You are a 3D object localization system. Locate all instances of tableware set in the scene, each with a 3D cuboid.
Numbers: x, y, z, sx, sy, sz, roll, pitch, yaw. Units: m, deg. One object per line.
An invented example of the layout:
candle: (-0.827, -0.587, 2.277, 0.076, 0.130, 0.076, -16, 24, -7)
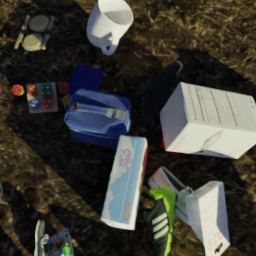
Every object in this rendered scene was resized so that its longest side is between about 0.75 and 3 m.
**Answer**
tableware set: (-4.054, -4.151, 12.461, 1.355, 0.411, 2.050, 5, 63, 6)

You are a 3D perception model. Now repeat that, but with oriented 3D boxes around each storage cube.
storage cube: (1.688, 0.487, 10.148, 0.733, 0.771, 0.857, 31, 68, 13)

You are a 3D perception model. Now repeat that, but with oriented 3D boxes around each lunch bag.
lunch bag: (-1.117, -0.399, 10.087, 2.410, 1.594, 1.637, 11, 66, 4)

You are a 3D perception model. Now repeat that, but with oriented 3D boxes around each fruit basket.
fruit basket: (-2.167, 3.740, 8.802, 0.830, 0.420, 0.896, -30, 57, 5)

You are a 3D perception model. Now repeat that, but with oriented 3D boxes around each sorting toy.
sorting toy: (-3.274, -1.150, 10.765, 2.315, 0.392, 1.116, -4, 98, 2)

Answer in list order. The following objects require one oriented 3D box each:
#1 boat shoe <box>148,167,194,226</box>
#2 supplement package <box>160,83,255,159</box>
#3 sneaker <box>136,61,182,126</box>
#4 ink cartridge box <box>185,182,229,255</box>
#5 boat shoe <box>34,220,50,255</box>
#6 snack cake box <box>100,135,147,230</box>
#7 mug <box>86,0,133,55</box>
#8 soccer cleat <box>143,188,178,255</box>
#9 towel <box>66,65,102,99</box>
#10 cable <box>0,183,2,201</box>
boat shoe: (1.755, 2.276, 9.119, 2.463, 0.906, 0.822, 38, 112, 16)
supplement package: (2.703, -0.165, 9.264, 2.811, 1.644, 1.649, 7, 54, -16)
sneaker: (1.388, -1.413, 11.034, 2.678, 0.804, 1.397, -36, 70, -10)
ink cartridge box: (2.443, 2.822, 8.446, 1.640, 0.510, 2.038, -11, 96, -48)
boat shoe: (-2.694, 3.584, 8.830, 0.411, 0.497, 1.328, -2, 75, 1)
snack cake box: (-0.040, 1.787, 9.079, 0.907, 1.553, 2.700, 8, 65, 11)
mug: (-0.860, -4.003, 11.505, 1.534, 1.822, 2.078, 0, 68, -32)
soccer cleat: (0.942, 3.035, 8.729, 0.972, 0.810, 2.398, 7, 91, 12)
towel: (-1.761, -1.739, 11.402, 1.181, 0.396, 1.599, 12, 66, -2)
cable: (-5.034, 2.282, 9.571, 1.795, 0.456, 1.465, 35, 64, 15)
